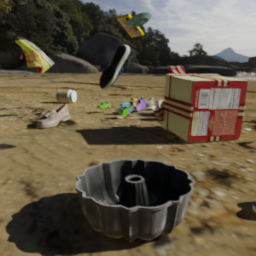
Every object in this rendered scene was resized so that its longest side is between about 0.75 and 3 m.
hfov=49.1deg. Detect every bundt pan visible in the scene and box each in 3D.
[{"bbox_3d":[0.112,1.227,4.879,2.036,0.764,2.036,-1,14,0],"label":"bundt pan"}]

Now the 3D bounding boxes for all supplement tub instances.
[{"bbox_3d":[-4.064,-2.071,18.368,1.169,0.844,0.844,3,14,15],"label":"supplement tub"}]

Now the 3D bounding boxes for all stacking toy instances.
[{"bbox_3d":[0.206,-1.068,14.806,2.980,0.700,2.247,-13,17,-36],"label":"stacking toy"}]

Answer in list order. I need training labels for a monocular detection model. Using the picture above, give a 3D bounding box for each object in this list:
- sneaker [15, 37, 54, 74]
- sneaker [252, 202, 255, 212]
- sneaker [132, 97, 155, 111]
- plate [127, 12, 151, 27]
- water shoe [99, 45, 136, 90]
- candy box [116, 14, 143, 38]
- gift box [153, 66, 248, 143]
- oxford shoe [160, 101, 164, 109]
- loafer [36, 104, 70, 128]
[{"bbox_3d":[-2.954,-2.189,8.654,0.573,0.663,1.467,36,-5,38],"label":"sneaker"},{"bbox_3d":[2.912,1.227,5.203,1.436,0.607,0.538,-7,15,-24],"label":"sneaker"},{"bbox_3d":[0.628,-1.389,15.656,1.790,0.793,0.688,-3,14,-11],"label":"sneaker"},{"bbox_3d":[0.363,-3.289,8.613,0.777,0.099,0.777,-17,-8,-2],"label":"plate"},{"bbox_3d":[-0.294,-1.748,8.541,0.606,1.537,0.549,10,32,-47],"label":"water shoe"},{"bbox_3d":[0.104,-4.700,12.941,0.686,0.177,1.341,5,-20,36],"label":"candy box"},{"bbox_3d":[2.477,-0.943,10.328,2.658,2.453,2.482,2,14,-16],"label":"gift box"},{"bbox_3d":[2.793,-1.118,14.531,2.853,0.824,1.073,-7,12,-34],"label":"oxford shoe"},{"bbox_3d":[-3.318,-0.548,12.329,0.816,0.714,2.270,4,14,15],"label":"loafer"}]
